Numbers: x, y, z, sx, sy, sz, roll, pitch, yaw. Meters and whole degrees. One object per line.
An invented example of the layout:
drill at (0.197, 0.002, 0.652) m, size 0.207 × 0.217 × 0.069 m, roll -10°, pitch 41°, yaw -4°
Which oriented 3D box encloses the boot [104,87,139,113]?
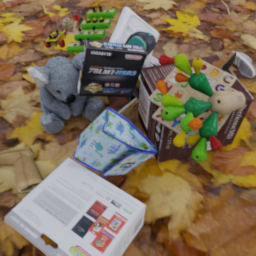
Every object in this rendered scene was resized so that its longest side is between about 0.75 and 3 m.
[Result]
boot at (-0.983, -1.653, 10.499) m, size 2.762 × 0.946 × 2.600 m, roll 41°, pitch 46°, yaw 1°

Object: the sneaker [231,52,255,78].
sneaker at (5.387, -2.981, 12.770) m, size 0.745 × 0.679 × 1.816 m, roll -9°, pitch 48°, yaw -8°

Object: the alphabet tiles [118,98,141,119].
alphabet tiles at (-0.454, -0.095, 9.407) m, size 0.072 × 1.895 × 2.277 m, roll 43°, pitch 57°, yaw 9°

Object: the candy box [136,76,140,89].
candy box at (0.701, -2.178, 11.808) m, size 1.521 × 0.393 × 2.976 m, roll -7°, pitch 41°, yaw -32°

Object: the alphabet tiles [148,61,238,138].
alphabet tiles at (1.885, -0.864, 7.831) m, size 2.081 × 0.079 × 2.500 m, roll 33°, pitch 68°, yaw 19°

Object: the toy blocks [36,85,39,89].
toy blocks at (-3.282, -1.644, 11.507) m, size 0.662 × 0.484 × 0.968 m, roll -9°, pitch -3°, yaw 44°

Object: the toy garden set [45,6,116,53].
toy garden set at (-1.802, -3.780, 10.420) m, size 2.107 × 0.504 × 2.527 m, roll 4°, pitch 53°, yaw 18°

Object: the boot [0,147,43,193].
boot at (-3.581, 1.383, 8.978) m, size 1.386 × 0.523 × 1.582 m, roll -18°, pitch 51°, yaw -15°

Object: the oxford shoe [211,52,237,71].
oxford shoe at (2.872, -1.980, 8.638) m, size 1.310 × 0.467 × 0.467 m, roll -41°, pitch 56°, yaw -20°

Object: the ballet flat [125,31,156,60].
ballet flat at (-0.105, -2.186, 9.394) m, size 1.077 × 2.949 × 1.077 m, roll 18°, pitch 56°, yaw -30°

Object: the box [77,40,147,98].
box at (-0.522, -1.672, 8.310) m, size 1.761 × 1.748 × 0.437 m, roll 0°, pitch 51°, yaw -20°

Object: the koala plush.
koala plush at (-2.258, -1.498, 9.656) m, size 2.338 × 2.636 × 2.423 m, roll -19°, pitch 71°, yaw -12°

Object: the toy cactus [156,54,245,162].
toy cactus at (1.869, -0.617, 6.823) m, size 2.209 × 1.369 × 2.678 m, roll -11°, pitch 75°, yaw -17°

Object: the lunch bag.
lunch bag at (-0.349, 0.592, 7.806) m, size 1.809 × 1.538 × 1.153 m, roll 32°, pitch 40°, yaw -24°

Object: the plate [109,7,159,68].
plate at (0.322, -3.185, 9.886) m, size 1.711 × 0.276 × 1.707 m, roll 30°, pitch 69°, yaw -26°

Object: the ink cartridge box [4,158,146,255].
ink cartridge box at (-1.346, 2.484, 7.441) m, size 2.756 × 1.155 × 2.419 m, roll 27°, pitch 49°, yaw 23°

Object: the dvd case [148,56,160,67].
dvd case at (1.008, -2.667, 11.955) m, size 2.381 × 0.294 × 1.789 m, roll 42°, pitch 30°, yaw 24°

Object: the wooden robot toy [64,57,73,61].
wooden robot toy at (-2.338, -2.661, 11.323) m, size 0.405 × 0.417 × 0.919 m, roll -35°, pitch 73°, yaw -32°

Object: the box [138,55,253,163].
box at (2.005, -0.666, 9.441) m, size 2.838 × 2.355 × 2.331 m, roll -12°, pitch 51°, yaw -10°
